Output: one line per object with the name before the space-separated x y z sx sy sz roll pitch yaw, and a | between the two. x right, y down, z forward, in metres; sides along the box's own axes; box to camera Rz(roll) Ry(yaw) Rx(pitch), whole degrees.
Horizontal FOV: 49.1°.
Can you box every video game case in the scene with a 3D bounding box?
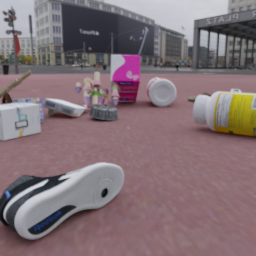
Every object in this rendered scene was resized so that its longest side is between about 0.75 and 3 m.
video game case | -3.436 -0.588 9.597 0.982 0.246 1.083 -5 48 -16

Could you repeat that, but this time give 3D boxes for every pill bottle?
pill bottle | 3.012 -0.427 8.034 2.086 1.173 1.173 9 16 31
pill bottle | 1.532 -1.793 13.601 1.265 1.265 2.255 0 13 -1

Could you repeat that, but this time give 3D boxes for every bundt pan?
bundt pan | -0.868 -0.591 10.071 1.076 0.404 1.076 8 13 -2

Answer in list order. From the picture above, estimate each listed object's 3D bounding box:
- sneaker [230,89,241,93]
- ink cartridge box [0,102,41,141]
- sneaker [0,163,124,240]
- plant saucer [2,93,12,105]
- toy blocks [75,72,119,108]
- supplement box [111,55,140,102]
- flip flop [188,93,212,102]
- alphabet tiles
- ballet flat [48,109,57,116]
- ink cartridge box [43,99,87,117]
sneaker | 5.027 -1.447 13.171 0.713 0.812 2.027 0 12 7
ink cartridge box | -3.208 -0.219 7.835 0.850 0.846 1.158 10 17 37
sneaker | -0.950 0.815 3.942 0.982 0.642 1.756 10 16 39
plant saucer | -4.031 -0.657 9.414 0.186 1.017 1.017 -12 15 -8
toy blocks | -1.409 -1.234 11.952 1.646 1.386 1.538 -19 -30 34
supplement box | -0.173 -2.283 13.330 1.309 1.337 2.586 1 -16 -2
flip flop | 3.794 -1.535 14.119 0.725 0.514 1.787 -10 17 -37
alphabet tiles | -3.983 -1.110 8.925 2.206 0.084 2.651 -40 18 -8
ballet flat | -2.944 -0.705 11.012 0.327 0.327 0.943 -2 14 -8
ink cartridge box | -2.355 -0.772 10.882 1.268 0.392 1.563 18 3 11
